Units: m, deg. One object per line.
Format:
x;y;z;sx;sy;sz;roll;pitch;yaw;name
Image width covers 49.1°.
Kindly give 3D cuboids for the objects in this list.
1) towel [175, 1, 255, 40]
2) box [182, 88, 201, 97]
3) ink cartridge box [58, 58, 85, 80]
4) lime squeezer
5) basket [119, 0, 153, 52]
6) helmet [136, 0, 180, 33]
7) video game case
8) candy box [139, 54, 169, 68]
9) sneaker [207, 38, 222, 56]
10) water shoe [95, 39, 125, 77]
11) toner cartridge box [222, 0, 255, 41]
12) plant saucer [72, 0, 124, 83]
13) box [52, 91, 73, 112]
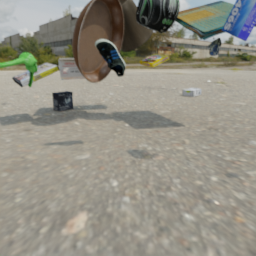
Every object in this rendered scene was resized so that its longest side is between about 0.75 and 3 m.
2.713;-3.492;8.900;2.066;0.306;2.817;-15;34;-4;towel
3.813;-2.117;16.711;0.720;0.371;1.234;10;18;34;box
-2.119;-2.302;11.057;1.158;0.683;2.012;-5;7;-11;ink cartridge box
-1.824;-1.054;5.023;0.271;0.507;1.436;26;-4;1;lime squeezer
-0.005;-4.182;11.024;1.580;1.753;1.192;-42;42;-9;basket
1.003;-3.946;9.128;1.424;1.358;1.424;15;30;-9;helmet
-3.253;-1.884;9.776;1.382;0.195;1.530;-31;29;-20;video game case
0.892;-2.364;9.806;0.648;0.167;1.267;-26;22;-8;candy box
2.723;-2.546;8.990;0.361;0.326;0.846;-7;37;43;sneaker
-0.369;-1.606;6.469;0.369;1.031;0.407;-25;48;25;water shoe
2.250;-2.287;5.189;0.259;1.199;0.570;10;28;-23;toner cartridge box
-1.021;-3.010;9.491;0.507;2.945;2.945;20;21;20;plant saucer
-2.865;-1.177;12.298;0.460;0.784;0.771;13;20;41;box
